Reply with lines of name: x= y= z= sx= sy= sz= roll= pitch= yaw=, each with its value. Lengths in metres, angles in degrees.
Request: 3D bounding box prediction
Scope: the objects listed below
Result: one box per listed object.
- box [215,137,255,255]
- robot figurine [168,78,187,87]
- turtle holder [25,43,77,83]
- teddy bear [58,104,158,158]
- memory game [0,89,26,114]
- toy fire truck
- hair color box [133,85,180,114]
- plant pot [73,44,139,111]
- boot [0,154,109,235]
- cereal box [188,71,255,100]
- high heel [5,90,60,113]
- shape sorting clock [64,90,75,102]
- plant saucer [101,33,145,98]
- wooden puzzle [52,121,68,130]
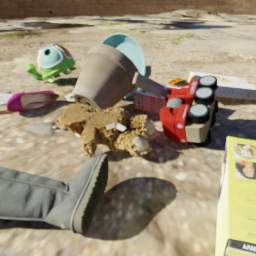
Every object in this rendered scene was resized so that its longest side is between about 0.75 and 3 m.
box: x=1.861 y=1.272 z=4.523 sx=0.727 sy=1.092 sz=2.901 roll=8 pitch=26 yaw=15
robot figurine: x=2.149 y=-1.979 z=12.118 sx=0.787 sy=0.229 sz=0.570 roll=-14 pitch=30 yaw=-26
turtle holder: x=-3.342 y=-2.831 z=12.281 sx=1.960 sy=1.392 sz=1.489 roll=-14 pitch=22 yaw=30
teddy bear: x=-0.498 y=0.085 z=7.231 sx=2.527 sy=0.844 sz=1.832 roll=2 pitch=48 yaw=4
memory game: x=-4.760 y=-0.960 z=10.114 sx=2.472 sy=0.157 sz=2.472 roll=0 pitch=27 yaw=0
toy fire truck: x=1.218 y=-0.672 z=7.736 sx=2.243 sy=1.443 sz=1.974 roll=4 pitch=45 yaw=25
hair color box: x=1.322 y=-0.926 z=9.440 sx=2.032 sy=0.649 sz=1.127 roll=17 pitch=35 yaw=30
plant pot: x=-0.828 y=-1.356 z=8.987 sx=1.952 sy=1.952 sz=1.693 roll=18 pitch=66 yaw=32
boot: x=-1.566 y=1.045 z=5.275 sx=2.130 sy=0.773 sz=1.937 roll=4 pitch=30 yaw=14
cereal box: x=3.706 y=-1.596 z=10.630 sx=2.426 sy=0.479 sz=1.745 roll=5 pitch=25 yaw=-12
high heel: x=-3.194 y=-0.915 z=9.500 sx=0.904 sy=0.635 sz=1.885 roll=-1 pitch=11 yaw=23
shape sorting clock: x=-1.637 y=-1.204 z=10.448 sx=1.462 sy=0.287 sz=1.462 roll=-2 pitch=21 yaw=1
plant saucer: x=-0.260 y=-2.240 z=10.264 sx=2.313 sy=2.313 sz=0.416 roll=18 pitch=20 yaw=32
wooden puzzle: x=-1.792 y=-0.132 z=8.508 sx=1.068 sy=0.075 sz=0.634 roll=-15 pitch=30 yaw=-28
